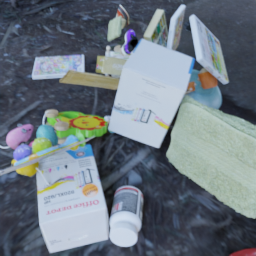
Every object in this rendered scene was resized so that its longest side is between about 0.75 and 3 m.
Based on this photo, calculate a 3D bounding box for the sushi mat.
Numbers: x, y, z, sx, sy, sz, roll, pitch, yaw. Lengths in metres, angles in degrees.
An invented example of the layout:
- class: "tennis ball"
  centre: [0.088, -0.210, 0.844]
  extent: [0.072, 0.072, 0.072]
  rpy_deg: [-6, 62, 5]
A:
- class: "sushi mat"
  centre: [-1.198, -1.714, 10.170]
  extent: [2.361, 1.129, 0.143]
  rpy_deg: [3, 76, -32]

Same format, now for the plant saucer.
- class: "plant saucer"
  centre: [2.620, -1.540, 10.513]
  extent: [2.195, 0.423, 2.195]
  rpy_deg: [9, 53, -12]

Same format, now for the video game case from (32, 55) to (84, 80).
- class: "video game case"
  centre: [-3.056, -2.727, 12.441]
  extent: [2.186, 0.197, 1.565]
  rpy_deg: [-5, 44, -5]

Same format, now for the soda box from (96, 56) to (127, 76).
- class: "soda box"
  centre: [-0.243, -2.149, 9.945]
  extent: [1.729, 0.586, 0.553]
  rpy_deg: [0, 14, -34]

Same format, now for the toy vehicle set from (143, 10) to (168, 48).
- class: "toy vehicle set"
  centre: [0.946, -2.734, 8.912]
  extent: [0.224, 1.691, 1.050]
  rpy_deg: [19, 74, 22]

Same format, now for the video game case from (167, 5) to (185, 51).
- class: "video game case"
  centre: [1.465, -2.945, 8.692]
  extent: [0.163, 1.297, 1.425]
  rpy_deg: [15, 42, 13]

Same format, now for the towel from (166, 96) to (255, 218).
- class: "towel"
  centre: [2.154, 0.639, 6.963]
  extent: [0.541, 2.201, 2.966]
  rpy_deg: [-12, 31, -34]

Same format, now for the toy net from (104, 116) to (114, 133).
- class: "toy net"
  centre: [-0.559, -0.169, 9.655]
  extent: [0.489, 0.180, 0.932]
  rpy_deg: [-17, 46, -15]

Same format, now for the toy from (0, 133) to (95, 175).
- class: "toy"
  centre: [-1.822, 0.455, 5.967]
  extent: [2.035, 1.172, 0.480]
  rpy_deg: [-16, 83, -45]

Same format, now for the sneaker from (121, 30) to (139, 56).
- class: "sneaker"
  centre: [0.140, -2.677, 8.596]
  extent: [0.497, 0.348, 1.000]
  rpy_deg: [-21, 47, 43]

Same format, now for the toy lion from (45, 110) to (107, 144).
- class: "toy lion"
  centre: [-1.665, -0.129, 9.291]
  extent: [1.778, 0.637, 1.855]
  rpy_deg: [-10, 27, -28]

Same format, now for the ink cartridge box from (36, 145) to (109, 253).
- class: "ink cartridge box"
  centre: [-1.384, 1.698, 6.909]
  extent: [1.459, 1.434, 1.982]
  rpy_deg: [-11, 44, -12]

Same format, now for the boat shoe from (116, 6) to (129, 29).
- class: "boat shoe"
  centre: [-0.248, -4.127, 10.533]
  extent: [0.425, 1.358, 0.483]
  rpy_deg: [-34, 86, 2]

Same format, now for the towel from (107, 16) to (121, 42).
- class: "towel"
  centre: [-0.444, -3.209, 9.055]
  extent: [0.572, 0.141, 0.770]
  rpy_deg: [-13, 67, 42]

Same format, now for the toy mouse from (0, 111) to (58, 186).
- class: "toy mouse"
  centre: [-2.339, 0.266, 6.710]
  extent: [1.890, 0.366, 1.680]
  rpy_deg: [15, 73, 24]

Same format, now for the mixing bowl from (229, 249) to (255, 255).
- class: "mixing bowl"
  centre: [2.799, 3.181, 5.794]
  extent: [1.655, 0.896, 1.655]
  rpy_deg: [0, 43, 0]

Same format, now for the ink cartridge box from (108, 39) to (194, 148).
- class: "ink cartridge box"
  centre: [0.631, -0.939, 8.135]
  extent: [1.678, 2.320, 1.708]
  rpy_deg: [21, 46, 3]

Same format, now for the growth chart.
- class: "growth chart"
  centre: [0.124, -2.406, 10.790]
  extent: [2.172, 1.572, 0.193]
  rpy_deg: [4, 43, -16]

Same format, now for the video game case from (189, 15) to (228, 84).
- class: "video game case"
  centre: [2.379, -2.287, 8.249]
  extent: [0.192, 1.526, 1.677]
  rpy_deg: [-26, 54, 37]

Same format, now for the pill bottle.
- class: "pill bottle"
  centre: [-0.045, 2.113, 6.790]
  extent: [0.762, 0.762, 1.315]
  rpy_deg: [4, 30, 4]

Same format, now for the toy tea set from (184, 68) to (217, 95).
- class: "toy tea set"
  centre: [2.048, -1.584, 9.464]
  extent: [2.071, 0.766, 1.231]
  rpy_deg: [-14, 8, 4]

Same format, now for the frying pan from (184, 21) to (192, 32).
- class: "frying pan"
  centre: [2.069, -3.029, 8.645]
  extent: [0.494, 0.133, 0.816]
  rpy_deg: [-31, 64, -14]
